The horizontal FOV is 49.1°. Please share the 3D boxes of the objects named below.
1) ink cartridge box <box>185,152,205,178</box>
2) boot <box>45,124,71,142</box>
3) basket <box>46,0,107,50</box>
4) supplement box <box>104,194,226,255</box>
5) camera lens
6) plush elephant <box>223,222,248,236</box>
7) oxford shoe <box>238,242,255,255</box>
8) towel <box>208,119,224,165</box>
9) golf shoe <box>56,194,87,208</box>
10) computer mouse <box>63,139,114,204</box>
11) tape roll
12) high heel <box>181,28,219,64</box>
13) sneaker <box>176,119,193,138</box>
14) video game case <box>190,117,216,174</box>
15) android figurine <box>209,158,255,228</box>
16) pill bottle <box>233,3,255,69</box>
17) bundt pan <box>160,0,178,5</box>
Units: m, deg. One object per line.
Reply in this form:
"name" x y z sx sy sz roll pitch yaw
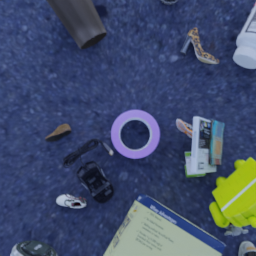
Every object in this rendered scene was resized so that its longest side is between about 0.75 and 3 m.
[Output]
"ink cartridge box" 2.410 1.329 10.226 0.653 0.335 0.883 -4 71 0
"boot" -2.605 0.193 10.352 1.019 0.375 0.385 -25 59 1
"basket" -1.742 -3.997 10.052 1.369 1.815 2.013 -27 97 29
"supplement box" 0.947 4.127 9.031 2.888 1.939 2.885 32 78 2
"camera lens" -3.324 4.907 9.348 1.526 1.526 1.908 18 85 1
"plush elephant" 3.702 3.422 9.841 0.830 0.780 1.008 -13 86 -1
"oxford shoe" 4.207 5.068 9.838 0.753 0.578 2.002 4 88 -3
"towel" 3.152 0.534 9.951 0.170 1.146 1.563 1 85 37
"golf shoe" -2.063 2.650 10.046 1.124 0.495 0.434 4 89 2
"computer mouse" -1.088 1.455 9.958 1.618 0.530 2.305 -41 109 -11
"tape roll" 0.256 0.242 10.179 1.727 0.566 1.727 0 86 1
"high heel" 2.833 -3.051 10.400 1.504 0.537 1.072 25 93 11
"sneaker" 2.117 -0.006 10.119 0.905 0.354 0.350 43 54 9
"video game case" 2.640 0.628 9.586 0.230 1.967 1.788 1 85 36
"android figurine" 3.661 1.984 8.750 0.610 2.972 2.705 42 99 -7
"pill bottle" 4.721 -3.366 10.065 1.280 1.280 2.313 28 86 2
"bundt pan" 1.557 -5.092 10.665 0.904 0.339 0.904 0 86 -1
